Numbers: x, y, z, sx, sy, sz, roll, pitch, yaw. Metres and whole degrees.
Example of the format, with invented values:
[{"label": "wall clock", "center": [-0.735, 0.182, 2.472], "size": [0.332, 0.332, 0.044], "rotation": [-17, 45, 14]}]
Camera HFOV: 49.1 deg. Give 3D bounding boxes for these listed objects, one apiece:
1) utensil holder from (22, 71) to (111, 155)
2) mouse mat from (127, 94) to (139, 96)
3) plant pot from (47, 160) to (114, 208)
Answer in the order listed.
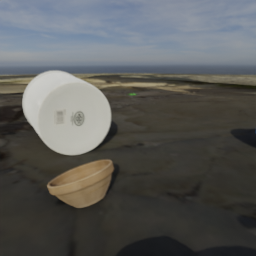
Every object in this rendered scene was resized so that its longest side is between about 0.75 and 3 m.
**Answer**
[{"label": "utensil holder", "center": [-1.536, -0.426, 6.851], "size": [1.767, 1.767, 2.080], "rotation": [-7, 17, -26]}, {"label": "mouse mat", "center": [0.287, -2.072, 17.348], "size": [0.643, 0.030, 0.799], "rotation": [6, 16, 23]}, {"label": "plant pot", "center": [-0.624, 0.835, 4.022], "size": [0.960, 0.443, 0.960], "rotation": [-18, 7, 2]}]
